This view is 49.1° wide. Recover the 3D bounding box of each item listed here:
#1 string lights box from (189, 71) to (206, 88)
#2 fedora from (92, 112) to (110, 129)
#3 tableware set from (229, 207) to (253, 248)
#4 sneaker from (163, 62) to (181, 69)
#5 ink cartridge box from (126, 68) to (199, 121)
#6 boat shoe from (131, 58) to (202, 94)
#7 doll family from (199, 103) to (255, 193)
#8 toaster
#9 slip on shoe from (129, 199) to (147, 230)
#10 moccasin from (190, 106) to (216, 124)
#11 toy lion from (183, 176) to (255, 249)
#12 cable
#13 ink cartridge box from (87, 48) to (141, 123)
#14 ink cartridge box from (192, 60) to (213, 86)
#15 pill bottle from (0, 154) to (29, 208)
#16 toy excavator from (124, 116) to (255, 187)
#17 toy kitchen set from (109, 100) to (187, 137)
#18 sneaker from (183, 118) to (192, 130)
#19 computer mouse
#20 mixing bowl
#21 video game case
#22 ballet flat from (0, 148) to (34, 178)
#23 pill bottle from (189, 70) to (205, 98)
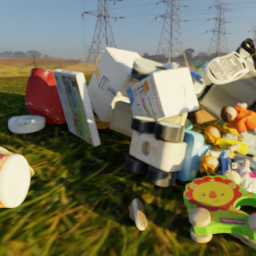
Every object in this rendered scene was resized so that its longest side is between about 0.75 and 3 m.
[{"bbox_3d":[2.307,-1.683,9.578,0.775,0.228,0.398,24,43,11],"label":"string lights box"},{"bbox_3d":[-1.248,-0.317,11.921,1.497,0.610,1.497,5,12,-1],"label":"fedora"},{"bbox_3d":[2.493,1.565,5.275,2.060,0.239,1.721,-7,16,-24],"label":"tableware set"},{"bbox_3d":[1.313,-1.376,10.411,0.800,2.191,0.776,15,16,-28],"label":"sneaker"},{"bbox_3d":[0.919,-0.831,7.889,1.172,1.193,1.621,-15,-2,-27],"label":"ink cartridge box"},{"bbox_3d":[1.204,-1.532,9.119,2.373,0.755,0.839,25,39,13],"label":"boat shoe"},{"bbox_3d":[2.467,0.660,6.358,1.607,1.166,2.588,13,55,-1],"label":"doll family"},{"bbox_3d":[4.002,-1.513,10.317,1.622,2.472,2.734,35,39,2],"label":"toaster"},{"bbox_3d":[0.145,1.612,5.140,0.239,0.300,0.790,-39,21,9],"label":"slip on shoe"},{"bbox_3d":[4.033,-0.955,13.168,2.746,1.060,1.004,-10,18,-23],"label":"moccasin"},{"bbox_3d":[1.673,1.335,4.870,1.451,0.498,1.391,-1,28,23],"label":"toy lion"},{"bbox_3d":[-4.176,-0.175,11.596,1.458,0.505,1.458,9,16,38],"label":"cable"},{"bbox_3d":[-0.318,-1.651,11.086,1.715,2.329,1.685,-5,49,-44],"label":"ink cartridge box"},{"bbox_3d":[2.395,-1.763,8.669,0.420,0.809,0.240,-40,5,-33],"label":"ink cartridge box"},{"bbox_3d":[-3.129,1.040,5.697,1.927,1.056,1.056,1,14,5],"label":"pill bottle"},{"bbox_3d":[1.738,0.623,7.142,2.840,1.418,2.761,1,12,-38],"label":"toy excavator"},{"bbox_3d":[0.998,-0.837,10.072,2.226,2.013,2.467,20,22,17],"label":"toy kitchen set"},{"bbox_3d":[2.001,-0.239,11.851,1.472,0.571,0.671,17,-2,22],"label":"sneaker"},{"bbox_3d":[2.983,-1.776,8.003,2.129,1.167,0.467,-25,-13,-19],"label":"computer mouse"},{"bbox_3d":[-3.398,-1.132,12.235,2.795,1.514,2.795,24,-20,9],"label":"mixing bowl"},{"bbox_3d":[-1.857,-0.770,9.895,0.285,2.487,2.264,-23,24,-27],"label":"video game case"},{"bbox_3d":[-3.582,0.786,6.694,2.713,0.959,0.959,-2,14,1],"label":"ballet flat"},{"bbox_3d":[2.438,-1.739,11.236,1.164,1.164,2.125,2,12,7],"label":"pill bottle"}]
